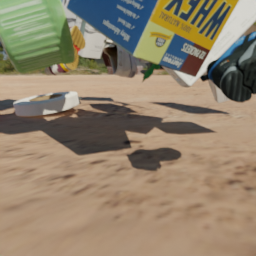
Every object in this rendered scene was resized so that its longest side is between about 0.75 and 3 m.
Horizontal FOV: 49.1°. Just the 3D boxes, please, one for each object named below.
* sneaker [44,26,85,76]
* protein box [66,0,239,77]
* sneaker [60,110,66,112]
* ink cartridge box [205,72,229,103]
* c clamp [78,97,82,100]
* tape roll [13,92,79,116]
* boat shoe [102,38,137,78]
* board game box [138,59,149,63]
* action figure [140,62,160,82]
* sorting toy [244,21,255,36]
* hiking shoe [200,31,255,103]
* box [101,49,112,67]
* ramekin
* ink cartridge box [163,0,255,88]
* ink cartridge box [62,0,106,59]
[{"bbox_3d":[-2.007,-2.433,8.706,0.973,0.809,2.159,-15,40,20],"label":"sneaker"},{"bbox_3d":[0.419,-2.164,3.996,1.362,2.019,2.005,5,30,-44],"label":"protein box"},{"bbox_3d":[-2.869,-0.860,11.143,0.966,0.417,0.375,4,14,18],"label":"sneaker"},{"bbox_3d":[2.505,-1.265,6.222,1.409,0.594,1.029,-16,50,11],"label":"ink cartridge box"},{"bbox_3d":[-2.998,-1.600,14.942,1.035,0.164,1.212,1,13,4],"label":"c clamp"},{"bbox_3d":[-3.150,-0.969,10.868,2.452,0.448,2.452,-7,17,2],"label":"tape roll"},{"bbox_3d":[-0.337,-2.188,7.510,0.684,1.959,0.694,-2,-24,-26],"label":"boat shoe"},{"bbox_3d":[0.950,-3.112,8.157,1.143,2.180,1.123,1,37,-12],"label":"board game box"},{"bbox_3d":[0.755,-1.975,6.878,0.464,1.697,1.003,31,55,3],"label":"action figure"},{"bbox_3d":[4.326,-2.873,8.570,1.319,2.222,2.469,-21,39,-9],"label":"sorting toy"},{"bbox_3d":[1.642,-1.004,3.215,1.655,0.616,0.718,-32,33,3],"label":"hiking shoe"},{"bbox_3d":[-0.375,-3.335,12.041,1.302,1.080,1.069,6,-24,12],"label":"box"},{"bbox_3d":[-2.078,-2.293,5.569,1.188,2.433,2.433,-23,19,-13],"label":"ramekin"},{"bbox_3d":[1.048,-2.621,5.785,2.275,2.842,0.672,-45,7,3],"label":"ink cartridge box"},{"bbox_3d":[-1.620,-3.971,10.359,1.738,2.381,1.001,31,25,29],"label":"ink cartridge box"}]
